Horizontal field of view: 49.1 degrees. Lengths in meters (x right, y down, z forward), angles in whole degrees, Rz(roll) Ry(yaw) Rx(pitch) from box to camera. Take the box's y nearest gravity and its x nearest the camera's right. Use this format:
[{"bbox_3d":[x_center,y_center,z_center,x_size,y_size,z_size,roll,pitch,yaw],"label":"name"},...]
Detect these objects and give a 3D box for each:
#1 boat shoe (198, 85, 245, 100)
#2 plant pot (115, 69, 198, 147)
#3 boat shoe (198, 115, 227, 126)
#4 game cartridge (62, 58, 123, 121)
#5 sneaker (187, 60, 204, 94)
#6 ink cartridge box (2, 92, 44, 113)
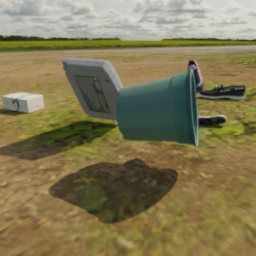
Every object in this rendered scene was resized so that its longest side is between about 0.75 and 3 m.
[{"bbox_3d":[5.027,-1.981,15.034,2.424,0.731,0.916,0,19,1],"label":"boat shoe"},{"bbox_3d":[0.780,-0.422,7.251,1.886,1.926,1.926,-5,18,17],"label":"plant pot"},{"bbox_3d":[3.195,-0.249,10.757,1.133,0.389,0.321,-2,25,14],"label":"boat shoe"},{"bbox_3d":[-1.069,-1.315,10.113,1.865,2.801,0.573,12,57,22],"label":"game cartridge"},{"bbox_3d":[1.915,-1.524,8.239,0.455,0.532,1.297,-16,38,15],"label":"sneaker"},{"bbox_3d":[-4.828,-1.196,12.969,1.499,0.632,1.095,9,21,24],"label":"ink cartridge box"}]
